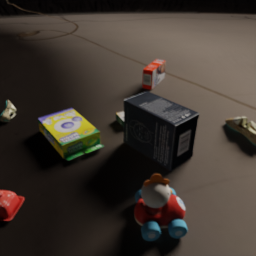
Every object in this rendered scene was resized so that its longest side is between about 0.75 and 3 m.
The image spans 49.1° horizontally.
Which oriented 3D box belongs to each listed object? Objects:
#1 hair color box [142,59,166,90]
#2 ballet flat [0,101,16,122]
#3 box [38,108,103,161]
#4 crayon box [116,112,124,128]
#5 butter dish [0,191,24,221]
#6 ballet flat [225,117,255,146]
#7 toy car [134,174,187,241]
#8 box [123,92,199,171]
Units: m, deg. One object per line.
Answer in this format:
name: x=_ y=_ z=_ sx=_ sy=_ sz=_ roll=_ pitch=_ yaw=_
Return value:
hair color box: x=1.423 y=-2.931 z=15.231 sx=0.609 sy=1.056 sz=1.904 roll=14 pitch=35 yaw=22
ballet flat: x=-5.226 y=-0.694 z=12.290 sx=0.532 sy=0.479 sz=1.412 roll=14 pitch=32 yaw=-20
box: x=-2.197 y=0.200 z=10.600 sx=1.562 sy=0.644 sz=2.663 roll=-21 pitch=39 yaw=-30
crayon box: x=0.225 y=-0.448 z=11.910 sx=1.295 sy=0.334 sz=0.814 roll=-15 pitch=35 yaw=-22
butter dish: x=-3.456 y=2.008 z=7.643 sx=0.887 sy=0.656 sz=0.885 roll=5 pitch=33 yaw=7
ballet flat: x=4.625 y=-0.043 z=10.937 sx=0.718 sy=0.665 sz=2.036 roll=-12 pitch=34 yaw=-24
toy car: x=0.834 y=1.800 z=7.155 sx=1.347 sy=1.523 sz=1.403 roll=-3 pitch=32 yaw=-5
box: x=1.049 y=0.027 z=9.775 sx=1.274 sy=1.765 sz=2.379 roll=-25 pitch=40 yaw=-36
